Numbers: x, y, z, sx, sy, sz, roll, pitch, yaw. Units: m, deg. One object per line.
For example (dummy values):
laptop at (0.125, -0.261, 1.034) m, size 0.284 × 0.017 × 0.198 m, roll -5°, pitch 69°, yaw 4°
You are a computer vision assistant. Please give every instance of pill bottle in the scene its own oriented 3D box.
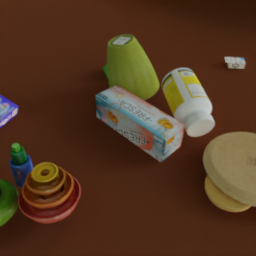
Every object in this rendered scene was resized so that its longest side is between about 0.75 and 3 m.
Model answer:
pill bottle at (1.899, -0.803, 8.863) m, size 1.186 × 1.186 × 2.118 m, roll -9°, pitch 54°, yaw -9°

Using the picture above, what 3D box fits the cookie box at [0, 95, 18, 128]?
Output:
cookie box at (-4.481, -0.637, 9.232) m, size 1.216 × 0.457 × 1.040 m, roll 33°, pitch 44°, yaw -1°

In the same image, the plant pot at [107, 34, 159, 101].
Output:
plant pot at (-0.006, -2.157, 9.795) m, size 1.837 × 1.963 × 1.837 m, roll -12°, pitch 39°, yaw 10°

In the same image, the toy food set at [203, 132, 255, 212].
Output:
toy food set at (3.331, 1.120, 7.588) m, size 2.576 × 0.633 × 2.603 m, roll 4°, pitch 43°, yaw 4°

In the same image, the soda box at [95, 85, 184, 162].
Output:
soda box at (0.276, -0.221, 8.774) m, size 1.001 × 0.931 × 2.928 m, roll -32°, pitch 51°, yaw -33°

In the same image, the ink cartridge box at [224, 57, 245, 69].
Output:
ink cartridge box at (4.531, -2.781, 11.982) m, size 0.811 × 0.275 × 0.470 m, roll 6°, pitch 44°, yaw 6°

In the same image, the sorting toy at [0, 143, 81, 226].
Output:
sorting toy at (-2.593, 1.266, 6.395) m, size 2.944 × 1.208 × 1.769 m, roll -4°, pitch 37°, yaw -5°

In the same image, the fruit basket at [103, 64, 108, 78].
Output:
fruit basket at (-0.385, -2.371, 11.401) m, size 1.046 × 0.755 × 1.046 m, roll 19°, pitch 58°, yaw -35°
